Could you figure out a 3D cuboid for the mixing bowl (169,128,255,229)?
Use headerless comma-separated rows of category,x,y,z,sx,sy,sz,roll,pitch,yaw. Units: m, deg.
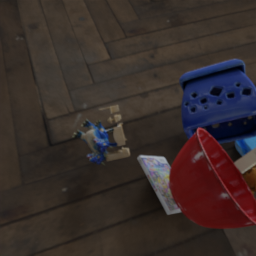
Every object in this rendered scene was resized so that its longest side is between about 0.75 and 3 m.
mixing bowl,2.085,1.557,7.476,1.499,2.767,2.767,-37,57,23

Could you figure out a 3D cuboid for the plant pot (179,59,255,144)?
plant pot,3.030,-0.801,9.382,2.394,2.394,2.152,-14,66,19

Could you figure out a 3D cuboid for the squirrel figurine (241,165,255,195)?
squirrel figurine,3.859,1.769,8.884,0.988,1.303,1.397,38,107,24

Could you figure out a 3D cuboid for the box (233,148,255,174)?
box,3.433,0.901,7.870,0.853,0.292,0.351,-38,59,13

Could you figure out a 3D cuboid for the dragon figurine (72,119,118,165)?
dragon figurine,-0.813,0.507,9.104,1.460,2.938,0.865,44,98,16

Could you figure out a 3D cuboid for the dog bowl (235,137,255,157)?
dog bowl,4.748,0.905,9.996,1.275,0.567,2.288,-26,61,-11

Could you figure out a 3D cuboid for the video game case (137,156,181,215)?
video game case,1.223,1.796,9.138,1.455,0.183,2.032,10,43,-49

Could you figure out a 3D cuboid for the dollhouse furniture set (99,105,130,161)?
dollhouse furniture set,-0.493,0.177,8.672,0.725,0.849,1.639,-13,97,4
